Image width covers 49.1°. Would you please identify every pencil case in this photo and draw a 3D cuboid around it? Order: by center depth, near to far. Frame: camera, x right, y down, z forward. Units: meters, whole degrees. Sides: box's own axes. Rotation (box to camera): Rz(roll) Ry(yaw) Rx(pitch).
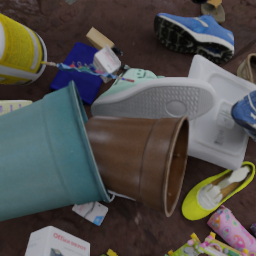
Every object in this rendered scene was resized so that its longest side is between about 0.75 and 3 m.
[{"bbox_3d":[2.895,2.854,7.375,0.719,0.719,1.644,-40,72,-14],"label":"pencil case"}]

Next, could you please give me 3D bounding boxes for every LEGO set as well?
[{"bbox_3d":[0.968,1.905,3.931,1.718,0.639,0.790,-9,73,32],"label":"LEGO set"}]

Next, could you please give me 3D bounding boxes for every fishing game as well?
[{"bbox_3d":[-0.764,-1.136,5.387,1.668,1.195,0.259,6,101,-27],"label":"fishing game"}]

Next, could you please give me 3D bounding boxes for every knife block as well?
[{"bbox_3d":[-0.581,-2.205,7.496,0.806,0.918,0.294,31,84,36],"label":"knife block"}]

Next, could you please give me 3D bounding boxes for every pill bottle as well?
[{"bbox_3d":[-3.291,-1.909,6.597,1.654,2.894,1.654,1,95,9],"label":"pill bottle"}]

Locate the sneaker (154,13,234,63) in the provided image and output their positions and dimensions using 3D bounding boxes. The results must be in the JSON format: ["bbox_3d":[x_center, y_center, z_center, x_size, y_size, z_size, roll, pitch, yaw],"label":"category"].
[{"bbox_3d":[2.263,-3.268,9.622,2.872,1.128,1.280,22,62,0],"label":"sneaker"}]

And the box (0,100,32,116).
[{"bbox_3d":[-2.712,-0.197,6.427,0.453,0.937,0.825,9,104,39],"label":"box"}]

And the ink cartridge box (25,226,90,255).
[{"bbox_3d":[-1.112,2.250,4.189,0.540,0.897,1.234,-29,37,26],"label":"ink cartridge box"}]

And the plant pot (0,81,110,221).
[{"bbox_3d":[-1.797,0.608,5.313,2.357,2.407,2.407,-18,70,-5],"label":"plant pot"}]

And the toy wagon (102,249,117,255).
[{"bbox_3d":[-1.162,4.040,7.055,2.336,0.462,1.813,-38,74,-14],"label":"toy wagon"}]

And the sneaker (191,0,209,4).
[{"bbox_3d":[1.623,-3.405,6.811,0.835,2.205,0.966,-16,96,21],"label":"sneaker"}]

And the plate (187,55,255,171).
[{"bbox_3d":[2.174,-0.275,6.492,2.225,0.360,2.230,20,85,-25],"label":"plate"}]

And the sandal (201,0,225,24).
[{"bbox_3d":[3.138,-4.738,10.344,0.826,0.555,2.057,1,69,0],"label":"sandal"}]

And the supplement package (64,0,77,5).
[{"bbox_3d":[-1.784,-4.451,6.939,1.315,2.243,1.311,-15,71,31],"label":"supplement package"}]

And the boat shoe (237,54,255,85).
[{"bbox_3d":[3.720,-0.939,7.693,0.830,0.752,2.330,-19,71,-4],"label":"boat shoe"}]

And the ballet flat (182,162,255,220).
[{"bbox_3d":[2.538,1.664,7.767,2.430,0.814,0.812,-31,72,-11],"label":"ballet flat"}]

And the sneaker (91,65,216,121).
[{"bbox_3d":[0.610,-0.925,6.146,2.780,1.023,1.640,-3,39,33],"label":"sneaker"}]

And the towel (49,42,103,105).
[{"bbox_3d":[-1.502,-1.785,9.303,1.469,0.493,1.989,23,71,2],"label":"towel"}]

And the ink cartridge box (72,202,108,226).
[{"bbox_3d":[-1.076,2.262,7.809,0.909,0.308,0.527,26,71,9],"label":"ink cartridge box"}]

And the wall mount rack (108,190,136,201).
[{"bbox_3d":[-0.236,1.549,8.019,1.083,0.465,1.247,22,70,-18],"label":"wall mount rack"}]

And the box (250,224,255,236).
[{"bbox_3d":[3.702,2.829,7.346,0.877,0.158,0.627,10,36,-25],"label":"box"}]

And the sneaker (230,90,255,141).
[{"bbox_3d":[2.866,-0.100,5.963,2.505,1.067,0.965,3,64,-37],"label":"sneaker"}]

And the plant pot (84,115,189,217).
[{"bbox_3d":[0.085,0.536,5.130,1.734,1.751,1.751,9,69,20],"label":"plant pot"}]

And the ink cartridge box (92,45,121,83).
[{"bbox_3d":[-0.580,-1.651,7.317,0.367,1.080,0.627,-39,91,-14],"label":"ink cartridge box"}]
